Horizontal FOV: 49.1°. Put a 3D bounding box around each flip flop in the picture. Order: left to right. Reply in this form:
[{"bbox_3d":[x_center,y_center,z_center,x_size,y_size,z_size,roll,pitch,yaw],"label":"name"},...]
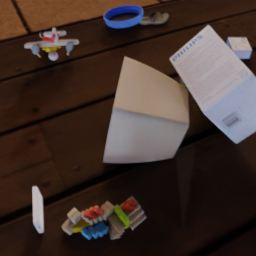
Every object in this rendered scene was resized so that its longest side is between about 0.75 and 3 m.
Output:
[{"bbox_3d":[1.421,-6.249,15.814,1.843,0.530,0.747,-8,49,-7],"label":"flip flop"}]

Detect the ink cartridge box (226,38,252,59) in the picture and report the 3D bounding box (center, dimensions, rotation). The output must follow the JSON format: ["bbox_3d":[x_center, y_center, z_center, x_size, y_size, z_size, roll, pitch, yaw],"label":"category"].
[{"bbox_3d":[5.416,-4.002,13.816,0.935,0.523,1.371,1,50,1],"label":"ink cartridge box"}]

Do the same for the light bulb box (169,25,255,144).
[{"bbox_3d":[3.292,-1.448,9.740,1.789,2.841,2.866,-38,46,20],"label":"light bulb box"}]

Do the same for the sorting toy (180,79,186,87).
[{"bbox_3d":[2.554,-2.237,11.882,0.437,1.065,0.640,23,47,-38],"label":"sorting toy"}]

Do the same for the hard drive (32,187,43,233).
[{"bbox_3d":[-2.587,2.344,8.032,0.147,0.728,1.104,-11,49,-9],"label":"hard drive"}]

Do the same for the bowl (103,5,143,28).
[{"bbox_3d":[-0.249,-6.210,15.649,2.224,0.437,2.224,-6,43,6],"label":"bowl"}]

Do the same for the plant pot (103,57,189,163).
[{"bbox_3d":[0.635,-0.346,9.389,2.335,2.638,2.635,12,48,-3],"label":"plant pot"}]

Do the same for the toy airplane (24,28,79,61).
[{"bbox_3d":[-3.538,-3.882,13.154,1.960,1.383,1.951,-1,15,16],"label":"toy airplane"}]

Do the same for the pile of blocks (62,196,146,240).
[{"bbox_3d":[-0.667,2.554,7.840,2.380,0.740,0.977,-12,49,-10],"label":"pile of blocks"}]
